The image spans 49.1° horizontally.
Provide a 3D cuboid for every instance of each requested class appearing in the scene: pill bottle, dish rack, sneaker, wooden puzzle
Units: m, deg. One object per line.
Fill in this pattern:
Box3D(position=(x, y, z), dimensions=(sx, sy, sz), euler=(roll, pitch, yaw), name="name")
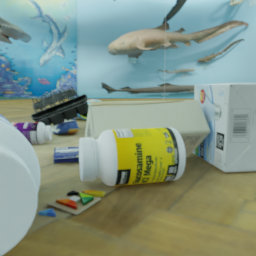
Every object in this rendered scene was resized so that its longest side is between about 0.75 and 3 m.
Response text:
Box3D(position=(0.040, 0.586, 5.726), dimensions=(2.015, 1.133, 1.133), euler=(-3, 9, -14), name="pill bottle")
Box3D(position=(-2.997, -1.051, 11.776), dimensions=(2.241, 0.797, 2.921), euler=(-22, 34, -14), name="dish rack")
Box3D(position=(-2.805, -0.450, 12.176), dimensions=(1.064, 1.246, 2.826), euler=(-3, 9, -20), name="sneaker")
Box3D(position=(-2.207, 0.598, 3.960), dimensions=(1.666, 1.666, 2.969), euler=(-5, 10, -28), name="pill bottle")
Box3D(position=(-3.342, 0.189, 9.611), dimensions=(1.347, 0.757, 0.757), euler=(-1, 9, -4), name="pill bottle")
Box3D(position=(-0.914, 1.239, 4.778), dimensions=(0.761, 0.132, 1.129), euler=(3, 9, 20), name="wooden puzzle")
Box3D(position=(-2.167, -1.064, 16.880), dimensions=(2.833, 1.127, 1.850), euler=(-21, 18, -41), name="sneaker")

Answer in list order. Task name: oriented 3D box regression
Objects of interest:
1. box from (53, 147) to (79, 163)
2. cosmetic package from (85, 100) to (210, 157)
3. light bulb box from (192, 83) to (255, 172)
Box3D(position=(-1.638, 0.751, 7.693), dimensions=(0.797, 0.213, 1.315), euler=(-2, 7, -13), name="box")
Box3D(position=(0.402, 0.108, 7.172), dimensions=(2.837, 1.037, 1.469), euler=(-3, -31, -17), name="cosmetic package")
Box3D(position=(2.648, -0.125, 7.288), dimensions=(1.298, 2.062, 2.080), euler=(0, 7, -9), name="light bulb box")
